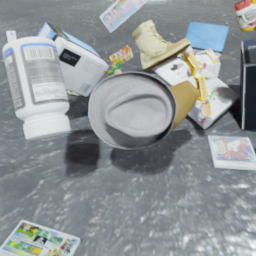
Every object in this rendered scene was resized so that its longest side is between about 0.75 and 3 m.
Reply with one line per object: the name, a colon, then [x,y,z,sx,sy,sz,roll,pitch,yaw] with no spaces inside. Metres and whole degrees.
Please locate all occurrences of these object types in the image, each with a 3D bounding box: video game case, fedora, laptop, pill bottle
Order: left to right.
video game case: [-2.101,2.860,6.161,1.614,0.178,1.471,11,36,16]
pill bottle: [-1.966,-0.816,6.192,1.159,2.038,1.159,-12,-1,0]
fedora: [0.130,-0.343,6.305,2.099,1.856,0.948,3,8,-5]
laptop: [4.226,-4.976,16.209,2.394,1.482,2.557,17,39,24]
video game case: [3.394,0.781,9.128,1.366,0.172,1.499,3,35,4]

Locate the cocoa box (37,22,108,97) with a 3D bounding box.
cocoa box: [-2.037,-2.236,9.434,2.134,1.423,1.400,15,30,-53]

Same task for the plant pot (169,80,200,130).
plant pot: [1.359,-0.724,7.741,1.186,1.105,1.105,-40,24,22]

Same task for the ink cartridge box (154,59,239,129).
ink cartridge box: [2.650,-1.521,11.151,2.895,0.726,2.348,42,50,18]

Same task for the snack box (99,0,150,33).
snack box: [-0.102,-4.625,10.746,2.109,0.758,0.256,-33,11,25]

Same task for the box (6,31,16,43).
box: [-3.164,-2.076,7.775,0.239,1.151,0.223,-8,8,-20]

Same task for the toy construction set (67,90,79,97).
toy construction set: [-2.307,-1.684,12.475,0.933,0.430,0.612,0,33,19]

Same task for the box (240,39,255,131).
box: [4.969,-1.637,10.290,1.602,2.586,2.542,-1,34,18]

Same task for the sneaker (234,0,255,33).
sneaker: [3.864,-3.105,7.824,2.230,0.916,0.868,-13,13,-21]

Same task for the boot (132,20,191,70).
boot: [0.950,-2.698,8.581,1.751,1.361,0.637,-19,0,43]

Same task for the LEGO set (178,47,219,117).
LEGO set: [2.392,-1.587,8.653,0.877,1.084,2.357,-18,76,-5]

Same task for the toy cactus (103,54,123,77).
toy cactus: [-0.359,-1.613,7.890,0.434,0.850,0.701,21,18,-28]

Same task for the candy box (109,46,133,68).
candy box: [-0.275,-2.714,10.747,0.860,0.243,0.502,-29,53,20]

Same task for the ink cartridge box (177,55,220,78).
ink cartridge box: [3.535,-3.120,14.170,1.811,0.761,1.318,-1,35,-1]

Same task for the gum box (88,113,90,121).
gum box: [-0.385,-0.737,11.064,1.624,0.426,1.912,16,38,21]
